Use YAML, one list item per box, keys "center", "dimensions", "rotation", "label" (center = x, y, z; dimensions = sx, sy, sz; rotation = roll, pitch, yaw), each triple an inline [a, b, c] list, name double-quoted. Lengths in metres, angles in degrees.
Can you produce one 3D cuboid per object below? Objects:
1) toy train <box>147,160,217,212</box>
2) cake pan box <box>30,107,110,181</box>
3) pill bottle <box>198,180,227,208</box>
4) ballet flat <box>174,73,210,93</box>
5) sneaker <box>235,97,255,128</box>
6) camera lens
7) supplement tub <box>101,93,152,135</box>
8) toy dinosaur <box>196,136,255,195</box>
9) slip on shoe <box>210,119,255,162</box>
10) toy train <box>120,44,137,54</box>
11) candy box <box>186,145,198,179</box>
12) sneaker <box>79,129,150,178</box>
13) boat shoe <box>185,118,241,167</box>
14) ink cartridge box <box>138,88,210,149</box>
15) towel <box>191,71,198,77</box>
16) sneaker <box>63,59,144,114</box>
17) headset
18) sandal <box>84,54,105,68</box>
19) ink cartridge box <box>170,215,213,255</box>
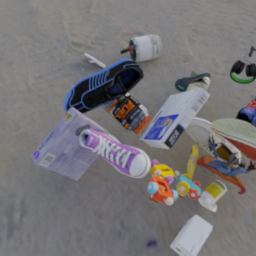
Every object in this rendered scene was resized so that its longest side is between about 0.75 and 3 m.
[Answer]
- center: [1.296, 1.827, 7.952]
  dimensions: [2.403, 0.668, 1.805]
  rotation: [24, 22, -29]
  label: "toy train"
- center: [-1.830, 0.662, 9.436]
  dimensions: [2.212, 2.037, 0.578]
  rotation: [-51, 49, 3]
  label: "cake pan box"
- center: [2.852, 2.263, 9.526]
  dimensions: [0.947, 0.527, 0.527]
  rotation: [-37, 61, -19]
  label: "pill bottle"
- center: [2.785, -1.751, 11.321]
  dimensions: [2.093, 0.765, 0.765]
  rotation: [-15, 52, -35]
  label: "ballet flat"
- center: [4.555, -0.525, 10.027]
  dimensions: [2.581, 1.012, 0.972]
  rotation: [-58, 44, 11]
  label: "sneaker"
- center: [0.831, -3.946, 13.900]
  dimensions: [1.454, 1.163, 1.163]
  rotation: [-14, 54, -12]
  label: "camera lens"
- center: [-0.043, -0.633, 10.517]
  dimensions: [1.780, 1.091, 1.091]
  rotation: [41, 61, 6]
  label: "supplement tub"
- center: [3.083, 1.350, 8.907]
  dimensions: [1.983, 1.147, 2.185]
  rotation: [-6, 95, -18]
  label: "toy dinosaur"
- center: [3.798, 0.495, 8.815]
  dimensions: [1.096, 0.905, 2.959]
  rotation: [-22, 35, -29]
  label: "slip on shoe"
- center: [0.049, -2.893, 10.268]
  dimensions: [0.210, 0.156, 0.916]
  rotation: [4, 31, 41]
  label: "toy train"
- center: [2.203, 1.130, 9.629]
  dimensions: [0.222, 1.681, 0.859]
  rotation: [12, 99, 12]
  label: "candy box"
- center: [-0.559, 0.722, 8.280]
  dimensions: [2.441, 1.392, 0.885]
  rotation: [23, 89, 42]
  label: "sneaker"
- center: [3.074, 0.553, 10.200]
  dimensions: [2.447, 0.867, 0.854]
  rotation: [40, 25, -1]
  label: "boat shoe"
- center: [1.409, -0.279, 9.218]
  dimensions: [0.505, 2.147, 2.122]
  rotation: [38, 80, -10]
  label: "ink cartridge box"
- center: [3.019, -1.996, 12.524]
  dimensions: [0.110, 0.962, 0.691]
  rotation: [-30, 56, -25]
  label: "towel"
- center: [-0.845, -1.293, 9.397]
  dimensions: [2.986, 1.047, 1.163]
  rotation: [-36, 31, -2]
  label: "sneaker"
- center: [4.300, -2.242, 10.258]
  dimensions: [0.934, 1.512, 0.711]
  rotation: [17, 65, 16]
  label: "headset"
- center: [-1.723, -3.290, 13.911]
  dimensions: [1.340, 0.545, 0.329]
  rotation: [36, 101, 23]
  label: "sandal"
- center: [1.815, 3.192, 8.158]
  dimensions: [0.591, 1.377, 1.008]
  rotation: [35, 69, 17]
  label: "ink cartridge box"
